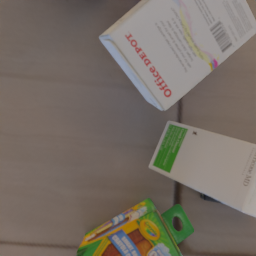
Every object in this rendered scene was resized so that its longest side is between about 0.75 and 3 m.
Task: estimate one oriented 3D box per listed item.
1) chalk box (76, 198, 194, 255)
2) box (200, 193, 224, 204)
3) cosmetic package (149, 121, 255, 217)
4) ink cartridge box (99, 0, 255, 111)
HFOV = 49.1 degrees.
[{"bbox_3d":[0.330,2.695,6.423,2.457,1.523,1.534,-29,87,-2],"label":"chalk box"},{"bbox_3d":[2.632,1.384,7.113,1.399,0.357,1.103,11,87,1],"label":"box"},{"bbox_3d":[1.810,0.805,6.153,1.034,2.437,1.311,27,84,-41],"label":"cosmetic package"},{"bbox_3d":[1.139,-2.194,6.547,2.991,1.266,2.161,-41,113,-3],"label":"ink cartridge box"}]
